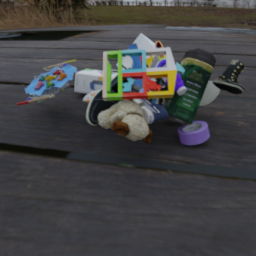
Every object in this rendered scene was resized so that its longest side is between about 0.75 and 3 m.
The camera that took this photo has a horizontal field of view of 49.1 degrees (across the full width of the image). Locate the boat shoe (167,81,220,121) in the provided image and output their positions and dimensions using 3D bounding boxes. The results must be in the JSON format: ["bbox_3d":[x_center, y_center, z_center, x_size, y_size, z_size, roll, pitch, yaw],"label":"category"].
[{"bbox_3d":[2.602,-1.112,11.659,2.574,0.964,0.796,-36,9,-5],"label":"boat shoe"}]

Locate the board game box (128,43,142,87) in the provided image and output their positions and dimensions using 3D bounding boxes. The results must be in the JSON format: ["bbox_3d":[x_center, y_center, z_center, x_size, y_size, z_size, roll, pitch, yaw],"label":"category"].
[{"bbox_3d":[0.458,-2.577,11.440,0.414,1.681,2.128,-10,13,-10],"label":"board game box"}]

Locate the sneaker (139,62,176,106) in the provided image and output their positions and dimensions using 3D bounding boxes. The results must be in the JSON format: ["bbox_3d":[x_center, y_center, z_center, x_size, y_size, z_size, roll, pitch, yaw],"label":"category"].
[{"bbox_3d":[0.934,-1.603,10.879,1.266,1.104,2.816,4,60,58],"label":"sneaker"}]

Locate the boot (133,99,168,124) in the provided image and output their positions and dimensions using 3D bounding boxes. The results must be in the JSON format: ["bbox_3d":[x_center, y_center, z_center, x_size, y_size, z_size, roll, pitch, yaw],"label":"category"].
[{"bbox_3d":[0.645,-0.688,9.666,0.774,0.623,1.713,-10,37,-23],"label":"boot"}]

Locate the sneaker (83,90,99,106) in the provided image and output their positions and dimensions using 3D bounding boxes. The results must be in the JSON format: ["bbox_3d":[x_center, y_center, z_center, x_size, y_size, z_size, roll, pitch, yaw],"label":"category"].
[{"bbox_3d":[-0.571,-0.892,11.654,2.665,1.029,1.043,8,39,4],"label":"sneaker"}]

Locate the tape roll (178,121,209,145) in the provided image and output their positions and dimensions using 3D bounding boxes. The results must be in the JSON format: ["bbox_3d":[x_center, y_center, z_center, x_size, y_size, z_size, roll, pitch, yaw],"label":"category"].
[{"bbox_3d":[2.346,0.176,10.053,1.058,0.449,1.058,-15,21,6],"label":"tape roll"}]

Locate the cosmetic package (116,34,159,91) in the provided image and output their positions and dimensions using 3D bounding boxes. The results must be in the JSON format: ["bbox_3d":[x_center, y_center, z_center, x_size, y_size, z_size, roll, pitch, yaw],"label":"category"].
[{"bbox_3d":[0.761,-3.149,13.859,1.258,2.040,2.047,22,28,-42],"label":"cosmetic package"}]

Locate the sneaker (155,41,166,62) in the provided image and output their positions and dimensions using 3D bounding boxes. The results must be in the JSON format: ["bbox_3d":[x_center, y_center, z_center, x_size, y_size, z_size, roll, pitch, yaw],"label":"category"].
[{"bbox_3d":[1.136,-2.692,9.947,0.330,0.845,0.382,-22,-2,6],"label":"sneaker"}]

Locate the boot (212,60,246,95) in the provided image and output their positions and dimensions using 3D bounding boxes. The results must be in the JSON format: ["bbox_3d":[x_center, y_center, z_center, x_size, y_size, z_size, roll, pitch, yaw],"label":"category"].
[{"bbox_3d":[3.709,-1.793,9.715,0.536,1.121,1.484,39,3,-24],"label":"boot"}]

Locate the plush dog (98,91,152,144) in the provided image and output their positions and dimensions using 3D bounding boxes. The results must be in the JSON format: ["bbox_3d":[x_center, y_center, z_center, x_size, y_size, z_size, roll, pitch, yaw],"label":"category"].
[{"bbox_3d":[0.116,-0.189,8.475,1.696,1.361,1.457,14,33,-32],"label":"plush dog"}]

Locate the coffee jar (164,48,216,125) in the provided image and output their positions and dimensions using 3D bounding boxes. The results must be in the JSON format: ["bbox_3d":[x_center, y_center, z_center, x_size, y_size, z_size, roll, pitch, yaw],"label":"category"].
[{"bbox_3d":[2.135,-1.442,9.884,1.107,2.596,1.354,21,1,-1],"label":"coffee jar"}]

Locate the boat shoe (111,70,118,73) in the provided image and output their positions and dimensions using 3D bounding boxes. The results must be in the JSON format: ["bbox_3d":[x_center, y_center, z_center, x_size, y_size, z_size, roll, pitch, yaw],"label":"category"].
[{"bbox_3d":[-1.320,-2.946,16.637,1.985,0.708,0.598,-17,32,-18],"label":"boat shoe"}]

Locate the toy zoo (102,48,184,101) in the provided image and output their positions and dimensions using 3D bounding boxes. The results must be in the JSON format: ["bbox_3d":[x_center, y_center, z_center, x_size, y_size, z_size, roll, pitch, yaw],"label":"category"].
[{"bbox_3d":[0.467,-1.658,8.560,2.480,1.627,0.254,-2,-19,4],"label":"toy zoo"}]

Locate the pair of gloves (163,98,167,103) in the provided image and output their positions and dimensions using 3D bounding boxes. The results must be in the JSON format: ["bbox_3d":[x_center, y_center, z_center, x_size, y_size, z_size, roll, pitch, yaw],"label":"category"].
[{"bbox_3d":[1.533,-1.531,12.155,0.117,0.843,0.946,-12,4,-4],"label":"pair of gloves"}]

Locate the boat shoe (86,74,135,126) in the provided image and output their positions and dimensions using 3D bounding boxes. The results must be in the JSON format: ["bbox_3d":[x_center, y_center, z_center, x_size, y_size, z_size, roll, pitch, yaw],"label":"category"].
[{"bbox_3d":[-0.610,-1.057,9.950,2.365,0.882,0.736,-50,37,-11],"label":"boat shoe"}]

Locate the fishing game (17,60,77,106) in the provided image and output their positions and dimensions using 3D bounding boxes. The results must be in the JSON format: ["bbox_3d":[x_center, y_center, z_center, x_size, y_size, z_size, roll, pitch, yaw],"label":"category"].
[{"bbox_3d":[-2.803,-1.802,10.065,2.030,0.441,2.836,-8,36,19],"label":"fishing game"}]

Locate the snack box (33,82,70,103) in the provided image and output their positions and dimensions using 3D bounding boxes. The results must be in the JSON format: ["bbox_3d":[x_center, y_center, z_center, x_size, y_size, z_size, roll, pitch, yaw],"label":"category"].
[{"bbox_3d":[-3.387,-1.737,11.927,1.445,0.538,2.032,-30,22,-14],"label":"snack box"}]

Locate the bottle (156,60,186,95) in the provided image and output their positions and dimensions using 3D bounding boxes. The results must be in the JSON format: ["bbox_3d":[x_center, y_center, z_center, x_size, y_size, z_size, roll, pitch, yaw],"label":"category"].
[{"bbox_3d":[1.413,-1.625,9.086,0.424,0.543,1.299,-5,53,-42],"label":"bottle"}]

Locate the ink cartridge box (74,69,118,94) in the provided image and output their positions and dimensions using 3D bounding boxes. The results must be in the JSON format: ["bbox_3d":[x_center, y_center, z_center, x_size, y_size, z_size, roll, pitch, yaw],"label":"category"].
[{"bbox_3d":[-1.366,-2.347,14.629,2.385,1.043,1.733,12,21,9],"label":"ink cartridge box"}]
